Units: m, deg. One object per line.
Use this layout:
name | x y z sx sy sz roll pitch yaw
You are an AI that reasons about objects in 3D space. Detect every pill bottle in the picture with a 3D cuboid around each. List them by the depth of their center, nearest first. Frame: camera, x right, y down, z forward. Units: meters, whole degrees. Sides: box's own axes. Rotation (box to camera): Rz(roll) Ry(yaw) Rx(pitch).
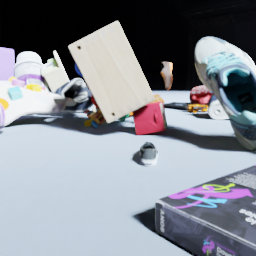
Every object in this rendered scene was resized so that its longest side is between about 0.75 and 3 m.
pill bottle | -4.023 -1.958 11.563 1.358 2.438 1.358 -12 -32 -8

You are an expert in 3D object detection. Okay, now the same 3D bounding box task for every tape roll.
tape roll | -5.040 -1.827 10.830 1.067 2.511 2.511 2 8 -24

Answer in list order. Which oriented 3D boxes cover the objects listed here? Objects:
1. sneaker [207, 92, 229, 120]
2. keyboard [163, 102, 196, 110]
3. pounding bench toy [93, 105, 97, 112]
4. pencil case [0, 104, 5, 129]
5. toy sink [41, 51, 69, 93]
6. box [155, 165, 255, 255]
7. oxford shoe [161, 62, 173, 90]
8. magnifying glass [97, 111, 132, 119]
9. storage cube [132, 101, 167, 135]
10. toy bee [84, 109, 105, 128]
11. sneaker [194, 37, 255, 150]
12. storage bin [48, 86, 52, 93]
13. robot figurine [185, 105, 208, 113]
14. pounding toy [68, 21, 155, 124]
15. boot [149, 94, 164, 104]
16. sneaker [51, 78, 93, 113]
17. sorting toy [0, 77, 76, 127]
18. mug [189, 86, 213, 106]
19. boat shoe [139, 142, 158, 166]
sneaker | 3.909 -0.924 9.584 2.301 0.927 1.685 -2 25 23
keyboard | 2.575 -1.028 13.301 1.197 0.256 1.993 -12 15 -27
pounding bench toy | -0.667 -1.069 10.828 1.403 1.095 0.872 -1 9 -9
pencil case | -3.330 -0.163 5.546 0.986 1.004 2.348 -21 8 0
toy sink | -2.933 -2.148 11.128 0.824 1.471 0.959 -22 38 -6
box | 1.341 0.710 2.347 1.865 0.337 1.333 -6 10 -38
oxford shoe | 0.950 -1.316 7.098 0.281 0.772 0.275 7 -21 -16
magnifying glass | -0.173 -0.539 9.512 0.972 0.273 2.441 14 8 26
storage cube | 0.529 -0.240 6.787 0.690 0.656 0.768 -10 9 13
toy bee | -0.895 -0.250 7.081 0.619 0.514 0.945 -48 7 -37
sneaker | 2.001 -0.978 5.293 1.076 2.773 1.197 -31 -37 16
storage bin | -3.263 -1.496 13.516 1.579 1.095 2.336 0 10 -1
robot figurine | 2.914 -0.806 11.700 1.040 0.303 0.754 -4 10 -30
pounding toy | -0.494 -1.136 7.003 1.653 2.140 2.325 -26 12 4
boot | 0.858 -1.252 11.706 0.942 0.465 1.214 -27 56 -13
sneaker | -1.793 -1.206 10.622 1.832 0.964 2.536 -19 -2 42
sorting toy | -2.871 -0.792 8.643 2.255 1.338 2.505 6 12 3
mug | 3.687 -1.521 13.023 1.669 1.255 1.880 14 -1 -26
boat shoe | 0.345 0.373 4.581 0.322 0.266 0.940 0 9 3
